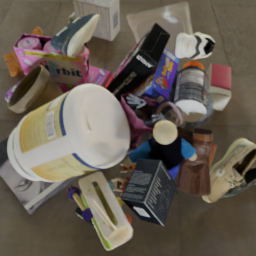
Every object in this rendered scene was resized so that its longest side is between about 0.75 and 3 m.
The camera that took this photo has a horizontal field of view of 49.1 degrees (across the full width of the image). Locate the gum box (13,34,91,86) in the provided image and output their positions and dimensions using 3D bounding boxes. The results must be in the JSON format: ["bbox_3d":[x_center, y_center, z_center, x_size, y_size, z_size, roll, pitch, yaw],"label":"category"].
[{"bbox_3d":[-2.492,-2.334,9.722,2.424,1.375,0.801,9,55,8],"label":"gum box"}]

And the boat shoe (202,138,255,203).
[{"bbox_3d":[2.925,1.310,8.037,2.164,0.781,0.703,-54,25,4],"label":"boat shoe"}]

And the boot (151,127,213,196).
[{"bbox_3d":[1.471,0.971,8.056,1.886,2.023,0.650,10,24,29],"label":"boot"}]

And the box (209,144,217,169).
[{"bbox_3d":[2.259,1.091,9.070,0.807,0.633,1.298,20,57,14],"label":"box"}]

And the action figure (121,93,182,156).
[{"bbox_3d":[0.171,-0.064,8.403,1.801,2.419,1.620,-10,64,-23],"label":"action figure"}]

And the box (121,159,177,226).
[{"bbox_3d":[0.544,1.532,6.723,0.706,1.139,1.119,1,49,37],"label":"box"}]

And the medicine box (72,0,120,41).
[{"bbox_3d":[-1.433,-5.176,12.851,1.889,1.721,0.972,20,57,14],"label":"medicine box"}]

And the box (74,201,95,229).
[{"bbox_3d":[-1.071,2.468,8.002,0.754,0.560,0.469,32,66,12],"label":"box"}]

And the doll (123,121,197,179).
[{"bbox_3d":[0.831,0.858,7.577,1.966,2.881,0.698,-3,53,-4],"label":"doll"}]

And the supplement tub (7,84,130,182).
[{"bbox_3d":[-1.674,0.284,7.613,2.972,2.146,2.146,-20,46,35],"label":"supplement tub"}]

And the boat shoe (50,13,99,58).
[{"bbox_3d":[-1.578,-2.987,8.659,0.773,0.936,2.500,23,47,-2],"label":"boat shoe"}]

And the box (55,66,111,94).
[{"bbox_3d":[-2.004,-1.438,10.603,2.189,1.058,1.925,19,57,14],"label":"box"}]

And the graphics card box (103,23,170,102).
[{"bbox_3d":[0.106,-1.926,9.215,0.714,2.806,1.760,38,49,-14],"label":"graphics card box"}]

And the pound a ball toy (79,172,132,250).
[{"bbox_3d":[-0.422,1.807,6.249,0.788,1.209,1.854,-21,53,-20],"label":"pound a ball toy"}]

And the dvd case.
[{"bbox_3d":[-3.120,1.122,9.301,2.124,0.228,2.856,-37,63,-24],"label":"dvd case"}]

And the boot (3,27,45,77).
[{"bbox_3d":[-4.380,-3.275,12.123,1.948,0.962,2.509,-22,63,-9],"label":"boot"}]

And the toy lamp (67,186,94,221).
[{"bbox_3d":[-1.181,1.767,6.769,0.349,0.349,1.198,-31,32,-20],"label":"toy lamp"}]

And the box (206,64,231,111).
[{"bbox_3d":[3.358,-1.550,10.643,0.804,0.943,1.475,11,59,2],"label":"box"}]

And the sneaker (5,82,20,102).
[{"bbox_3d":[-3.790,-1.919,10.953,1.022,1.058,2.535,30,61,20],"label":"sneaker"}]

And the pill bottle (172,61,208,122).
[{"bbox_3d":[1.892,-1.160,8.402,0.987,0.987,1.859,10,54,7],"label":"pill bottle"}]

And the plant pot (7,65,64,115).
[{"bbox_3d":[-2.733,-0.915,8.976,1.662,1.442,1.662,-29,40,28],"label":"plant pot"}]

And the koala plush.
[{"bbox_3d":[1.546,-0.432,9.410,2.089,2.016,2.273,39,59,10],"label":"koala plush"}]

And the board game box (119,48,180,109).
[{"bbox_3d":[0.395,-1.057,9.239,0.629,2.811,1.890,34,50,-15],"label":"board game box"}]

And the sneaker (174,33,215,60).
[{"bbox_3d":[2.290,-2.489,8.748,0.959,0.884,2.398,15,25,28],"label":"sneaker"}]

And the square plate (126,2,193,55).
[{"bbox_3d":[1.355,-3.608,11.028,2.325,2.347,0.334,-6,55,19],"label":"square plate"}]

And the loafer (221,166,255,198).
[{"bbox_3d":[3.593,1.554,8.729,1.997,0.628,0.717,-19,58,-11],"label":"loafer"}]

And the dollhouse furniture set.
[{"bbox_3d":[0.007,1.578,8.003,0.558,1.071,1.083,6,74,-35],"label":"dollhouse furniture set"}]
